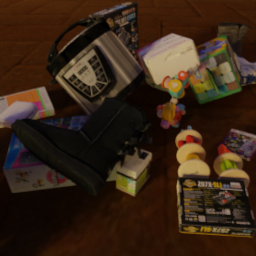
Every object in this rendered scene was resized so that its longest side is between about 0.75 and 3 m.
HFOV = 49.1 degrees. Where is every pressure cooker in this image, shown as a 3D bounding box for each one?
[{"bbox_3d":[-1.142,-1.955,8.973,2.434,2.767,2.472,-46,12,-31],"label":"pressure cooker"}]

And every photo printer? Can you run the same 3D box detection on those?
[{"bbox_3d":[-3.034,-0.355,7.760,1.040,0.361,0.865,9,50,40],"label":"photo printer"}]

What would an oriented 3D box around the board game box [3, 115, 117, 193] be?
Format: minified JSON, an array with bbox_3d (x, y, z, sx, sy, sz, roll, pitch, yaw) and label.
[{"bbox_3d":[-1.718,0.591,7.542,2.658,0.854,1.961,-7,36,-7],"label":"board game box"}]

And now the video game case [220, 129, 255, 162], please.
[{"bbox_3d":[3.257,0.478,8.145,0.913,0.180,1.008,20,46,35],"label":"video game case"}]

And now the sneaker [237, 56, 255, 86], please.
[{"bbox_3d":[4.998,-2.075,11.372,2.844,1.070,1.253,18,53,31],"label":"sneaker"}]

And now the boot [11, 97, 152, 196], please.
[{"bbox_3d":[-0.969,0.054,6.521,2.718,1.006,2.227,30,58,17],"label":"boot"}]

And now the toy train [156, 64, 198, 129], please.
[{"bbox_3d":[1.352,-0.871,8.335,0.611,2.196,1.649,25,37,20],"label":"toy train"}]

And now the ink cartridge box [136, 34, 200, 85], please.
[{"bbox_3d":[1.273,-2.408,9.571,1.556,0.907,2.150,-25,24,3],"label":"ink cartridge box"}]

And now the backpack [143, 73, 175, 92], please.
[{"bbox_3d":[1.490,-2.104,11.157,1.689,1.069,1.410,24,50,31],"label":"backpack"}]

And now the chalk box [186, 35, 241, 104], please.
[{"bbox_3d":[3.062,-2.024,10.149,1.592,1.603,2.568,-18,24,31],"label":"chalk box"}]

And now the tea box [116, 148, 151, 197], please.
[{"bbox_3d":[0.140,1.062,6.895,0.554,0.816,0.830,18,37,24],"label":"tea box"}]

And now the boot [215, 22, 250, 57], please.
[{"bbox_3d":[3.988,-3.774,12.717,2.999,1.974,1.046,-15,39,-21],"label":"boot"}]

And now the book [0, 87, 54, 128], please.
[{"bbox_3d":[-3.723,-0.686,9.674,2.029,0.488,1.355,-15,43,-20],"label":"book"}]

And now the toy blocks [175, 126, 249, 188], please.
[{"bbox_3d":[2.097,0.681,7.359,1.694,0.738,2.033,14,30,-1],"label":"toy blocks"}]

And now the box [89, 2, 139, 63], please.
[{"bbox_3d":[-0.413,-3.393,11.373,0.699,2.793,2.814,11,36,25],"label":"box"}]

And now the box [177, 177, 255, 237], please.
[{"bbox_3d":[1.824,1.659,5.999,1.485,0.366,1.186,2,42,4],"label":"box"}]
